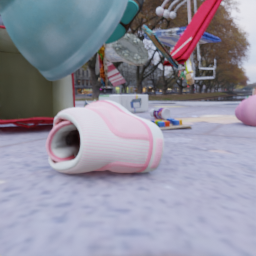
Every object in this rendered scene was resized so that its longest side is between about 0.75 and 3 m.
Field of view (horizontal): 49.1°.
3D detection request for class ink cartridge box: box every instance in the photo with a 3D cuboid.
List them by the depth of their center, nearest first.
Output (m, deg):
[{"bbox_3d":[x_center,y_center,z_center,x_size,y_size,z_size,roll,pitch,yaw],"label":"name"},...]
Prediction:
[{"bbox_3d":[-0.241,-1.374,15.982,1.717,1.034,2.363,5,7,44],"label":"ink cartridge box"}]

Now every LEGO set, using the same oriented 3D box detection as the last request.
[{"bbox_3d":[1.440,-1.771,7.587,0.564,1.516,0.697,-1,-17,5],"label":"LEGO set"}]

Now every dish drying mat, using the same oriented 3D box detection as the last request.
[{"bbox_3d":[1.420,-2.119,6.009,0.175,1.923,0.739,38,-17,-22],"label":"dish drying mat"}]

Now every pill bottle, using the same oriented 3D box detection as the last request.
[{"bbox_3d":[1.313,-0.601,11.698,0.485,0.485,0.870,-5,8,-36],"label":"pill bottle"}]

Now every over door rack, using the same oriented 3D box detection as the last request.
[{"bbox_3d":[1.515,-2.751,7.415,0.995,2.988,2.207,-14,14,22],"label":"over door rack"}]

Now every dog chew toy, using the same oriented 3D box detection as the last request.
[{"bbox_3d":[4.138,-0.547,9.376,1.028,1.028,1.650,-1,0,-4],"label":"dog chew toy"}]

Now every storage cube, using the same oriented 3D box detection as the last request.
[{"bbox_3d":[-3.101,-1.332,8.247,2.359,2.759,2.480,-4,-1,-29],"label":"storage cube"}]

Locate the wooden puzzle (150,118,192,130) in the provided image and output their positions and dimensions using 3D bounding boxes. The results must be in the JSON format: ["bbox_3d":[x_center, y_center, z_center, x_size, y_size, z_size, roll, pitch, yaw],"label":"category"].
[{"bbox_3d":[1.198,-0.131,8.599,1.186,0.275,1.099,-2,6,-14],"label":"wooden puzzle"}]

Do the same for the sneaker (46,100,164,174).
[{"bbox_3d":[-0.654,0.046,4.183,1.285,0.925,2.459,2,9,-28],"label":"sneaker"}]

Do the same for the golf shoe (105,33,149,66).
[{"bbox_3d":[-0.392,-3.296,11.900,2.988,1.170,1.453,34,-20,18],"label":"golf shoe"}]

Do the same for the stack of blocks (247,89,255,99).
[{"bbox_3d":[5.767,-1.053,12.187,0.646,1.270,2.205,1,6,10],"label":"stack of blocks"}]

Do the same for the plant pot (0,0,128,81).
[{"bbox_3d":[-1.598,-2.632,5.880,2.714,2.714,1.818,7,-24,48],"label":"plant pot"}]

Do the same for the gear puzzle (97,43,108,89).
[{"bbox_3d":[-0.896,-2.205,9.466,0.305,1.207,2.330,-6,-12,-6],"label":"gear puzzle"}]

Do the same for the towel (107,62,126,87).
[{"bbox_3d":[-0.667,-2.281,12.005,0.784,1.089,0.124,-13,34,49],"label":"towel"}]

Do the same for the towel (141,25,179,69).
[{"bbox_3d":[0.619,-1.600,5.459,0.120,0.813,1.109,-40,25,12],"label":"towel"}]

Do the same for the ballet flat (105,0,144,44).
[{"bbox_3d":[-0.175,-3.917,10.095,0.835,0.840,2.456,38,-34,-19],"label":"ballet flat"}]

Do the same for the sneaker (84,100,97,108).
[{"bbox_3d":[-1.914,-1.370,17.207,1.627,0.730,0.545,-2,7,-15],"label":"sneaker"}]

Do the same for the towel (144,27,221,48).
[{"bbox_3d":[1.985,-3.390,10.658,1.805,0.293,2.457,3,9,-34],"label":"towel"}]
